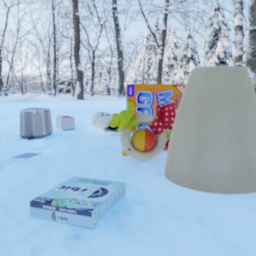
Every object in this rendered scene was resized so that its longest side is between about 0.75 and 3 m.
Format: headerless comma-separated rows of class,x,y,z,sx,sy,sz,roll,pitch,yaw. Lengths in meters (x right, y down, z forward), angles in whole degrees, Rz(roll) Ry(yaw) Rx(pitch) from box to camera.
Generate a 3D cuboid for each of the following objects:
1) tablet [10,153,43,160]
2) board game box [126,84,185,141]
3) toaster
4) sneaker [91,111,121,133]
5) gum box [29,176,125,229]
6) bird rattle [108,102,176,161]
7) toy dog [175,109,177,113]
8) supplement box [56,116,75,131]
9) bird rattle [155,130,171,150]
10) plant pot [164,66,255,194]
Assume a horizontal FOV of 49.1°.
tablet,-3.212,0.903,8.885,0.613,0.064,0.943,2,5,12
board game box,1.215,-0.709,12.166,2.340,2.340,2.342,1,8,8
toaster,-4.208,-0.240,12.701,1.145,1.301,2.014,0,8,7
sneaker,-0.328,-0.211,14.122,2.966,1.114,1.202,-7,26,-34
gum box,-0.860,1.307,5.188,1.207,0.317,1.421,3,8,20
bird rattle,0.525,0.096,8.597,2.212,1.803,1.246,5,-2,-20
toy dog,2.804,-0.199,10.125,2.029,1.460,2.093,-9,6,42
supplement box,-3.423,-0.277,15.190,0.688,0.702,1.359,-6,8,-29
bird rattle,1.204,0.569,10.220,0.998,0.690,1.225,-16,23,13
plant pot,2.157,-0.103,6.826,2.495,2.664,2.495,0,7,0
